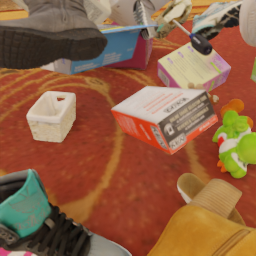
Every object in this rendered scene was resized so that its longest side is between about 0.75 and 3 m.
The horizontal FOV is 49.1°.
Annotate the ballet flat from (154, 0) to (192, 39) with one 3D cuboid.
[{"bbox_3d":[1.414,-3.342,8.151,0.725,0.805,2.138,44,54,-8],"label":"ballet flat"}]

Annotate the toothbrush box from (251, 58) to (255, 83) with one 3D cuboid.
[{"bbox_3d":[3.384,-1.009,5.588,1.037,0.613,1.424,-24,53,-7],"label":"toothbrush box"}]

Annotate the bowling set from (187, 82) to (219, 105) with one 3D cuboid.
[{"bbox_3d":[1.138,-0.517,4.539,0.580,0.447,0.834,-25,27,46],"label":"bowling set"}]

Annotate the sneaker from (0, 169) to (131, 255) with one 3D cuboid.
[{"bbox_3d":[-1.214,1.444,4.086,2.755,1.664,1.152,10,36,8],"label":"sneaker"}]

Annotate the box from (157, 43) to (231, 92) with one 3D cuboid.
[{"bbox_3d":[1.361,-1.201,5.966,1.134,0.548,0.997,-32,67,-9],"label":"box"}]

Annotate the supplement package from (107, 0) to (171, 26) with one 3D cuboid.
[{"bbox_3d":[0.321,-4.357,8.865,1.271,2.173,1.275,17,60,-40],"label":"supplement package"}]

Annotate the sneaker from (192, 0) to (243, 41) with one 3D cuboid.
[{"bbox_3d":[2.661,-3.260,7.856,1.993,0.773,0.860,-18,63,35],"label":"sneaker"}]

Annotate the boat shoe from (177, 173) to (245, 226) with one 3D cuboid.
[{"bbox_3d":[1.493,1.477,5.092,0.535,0.524,1.511,-35,66,-16],"label":"boat shoe"}]

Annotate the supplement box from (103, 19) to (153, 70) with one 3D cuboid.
[{"bbox_3d":[0.058,-3.575,11.649,1.747,1.377,2.668,5,35,7],"label":"supplement box"}]

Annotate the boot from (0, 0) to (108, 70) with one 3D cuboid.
[{"bbox_3d":[-1.432,-1.648,4.332,2.053,0.716,1.351,-12,64,-41],"label":"boot"}]

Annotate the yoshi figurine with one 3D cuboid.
[{"bbox_3d":[2.687,0.210,6.410,1.210,1.205,2.153,14,40,8],"label":"yoshi figurine"}]

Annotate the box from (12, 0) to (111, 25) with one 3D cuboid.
[{"bbox_3d":[-1.867,-3.718,7.702,1.535,2.401,1.308,-34,46,27],"label":"box"}]

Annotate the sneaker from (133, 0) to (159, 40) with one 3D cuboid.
[{"bbox_3d":[0.454,-2.561,6.637,0.526,0.910,0.342,-23,11,-38],"label":"sneaker"}]

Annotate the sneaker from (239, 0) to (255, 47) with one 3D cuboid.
[{"bbox_3d":[1.785,-1.696,3.897,1.781,0.655,1.051,8,57,-54],"label":"sneaker"}]

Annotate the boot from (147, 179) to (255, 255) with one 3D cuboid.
[{"bbox_3d":[1.773,2.192,3.878,2.875,1.012,2.059,32,59,23],"label":"boot"}]

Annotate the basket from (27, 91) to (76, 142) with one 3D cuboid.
[{"bbox_3d":[-1.950,-0.306,7.416,0.889,0.809,1.311,5,36,7],"label":"basket"}]

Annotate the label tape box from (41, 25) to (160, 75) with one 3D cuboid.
[{"bbox_3d":[-0.918,-1.879,6.489,2.723,0.862,1.963,19,32,39],"label":"label tape box"}]

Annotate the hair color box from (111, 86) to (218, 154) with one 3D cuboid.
[{"bbox_3d":[0.392,-0.182,3.763,0.745,0.449,1.467,-33,20,-14],"label":"hair color box"}]

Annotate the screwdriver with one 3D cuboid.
[{"bbox_3d":[1.208,-1.908,5.555,0.270,0.281,1.933,4,39,-16],"label":"screwdriver"}]
